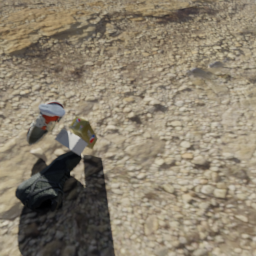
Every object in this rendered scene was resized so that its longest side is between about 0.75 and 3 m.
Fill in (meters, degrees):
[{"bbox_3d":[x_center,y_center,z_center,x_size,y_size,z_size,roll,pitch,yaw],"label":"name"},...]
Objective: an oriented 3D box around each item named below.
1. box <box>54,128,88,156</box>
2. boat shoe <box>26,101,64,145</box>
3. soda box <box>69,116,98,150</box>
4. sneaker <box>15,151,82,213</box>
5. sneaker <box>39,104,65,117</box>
[{"bbox_3d":[-2.258,0.533,11.005,1.462,0.500,0.601,24,76,47],"label":"box"},{"bbox_3d":[-3.497,-0.166,11.677,0.910,2.558,0.800,33,39,-25],"label":"boat shoe"},{"bbox_3d":[-1.835,0.243,11.750,0.622,1.836,0.588,22,70,16],"label":"soda box"},{"bbox_3d":[-2.604,2.085,10.583,1.638,1.093,2.859,33,53,27],"label":"sneaker"},{"bbox_3d":[-2.896,-0.633,10.810,1.126,0.399,0.411,17,57,16],"label":"sneaker"}]
